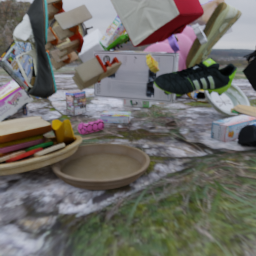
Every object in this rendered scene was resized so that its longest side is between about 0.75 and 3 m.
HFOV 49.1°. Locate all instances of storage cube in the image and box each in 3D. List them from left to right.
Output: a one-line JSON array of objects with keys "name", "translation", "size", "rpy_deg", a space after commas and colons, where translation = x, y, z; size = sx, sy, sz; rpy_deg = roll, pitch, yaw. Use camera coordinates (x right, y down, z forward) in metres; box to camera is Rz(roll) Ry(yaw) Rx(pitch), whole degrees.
[{"name": "storage cube", "translation": [0.661, -2.805, 6.361], "size": [1.333, 1.560, 1.402], "rpy_deg": [-24, 4, 40]}]

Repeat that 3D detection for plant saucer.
[{"name": "plant saucer", "translation": [-0.645, 0.888, 6.752], "size": [2.335, 0.344, 2.335], "rpy_deg": [-1, 16, 0]}, {"name": "plant saucer", "translation": [4.232, -1.260, 12.430], "size": [2.382, 0.598, 2.382], "rpy_deg": [14, 50, -18]}]

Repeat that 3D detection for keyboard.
[{"name": "keyboard", "translation": [3.423, -1.635, 6.860], "size": [0.378, 0.992, 1.907], "rpy_deg": [-25, -10, -6]}]

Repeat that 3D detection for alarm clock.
[{"name": "alarm clock", "translation": [-3.102, -4.560, 13.448], "size": [2.673, 1.803, 0.890], "rpy_deg": [22, 14, 0]}]

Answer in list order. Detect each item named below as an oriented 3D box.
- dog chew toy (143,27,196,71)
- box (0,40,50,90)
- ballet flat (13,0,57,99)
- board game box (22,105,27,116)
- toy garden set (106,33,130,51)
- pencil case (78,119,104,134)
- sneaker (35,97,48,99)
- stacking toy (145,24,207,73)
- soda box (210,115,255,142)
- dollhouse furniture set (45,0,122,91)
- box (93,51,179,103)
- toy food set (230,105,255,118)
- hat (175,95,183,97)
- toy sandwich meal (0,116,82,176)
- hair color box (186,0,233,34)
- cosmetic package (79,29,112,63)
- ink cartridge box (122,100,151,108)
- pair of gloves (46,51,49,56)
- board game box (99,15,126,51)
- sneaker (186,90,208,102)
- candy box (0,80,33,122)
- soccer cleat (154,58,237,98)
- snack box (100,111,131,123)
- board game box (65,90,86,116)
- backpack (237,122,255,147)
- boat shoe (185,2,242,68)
[{"name": "dog chew toy", "translation": [1.645, -2.665, 10.318], "size": [2.780, 1.731, 1.731], "rpy_deg": [-47, 36, -17]}, {"name": "box", "translation": [-3.432, -2.336, 9.395], "size": [0.354, 1.215, 1.774], "rpy_deg": [-5, 49, 29]}, {"name": "ballet flat", "translation": [-1.930, -1.630, 5.733], "size": [0.713, 2.084, 0.709], "rpy_deg": [-9, 11, -26]}, {"name": "board game box", "translation": [-4.718, -1.016, 12.772], "size": [0.177, 0.694, 1.024], "rpy_deg": [-6, 18, -18]}, {"name": "toy garden set", "translation": [0.155, -3.220, 9.787], "size": [1.374, 0.329, 1.648], "rpy_deg": [-28, 12, 39]}, {"name": "pencil case", "translation": [-1.283, -0.059, 9.864], "size": [0.432, 0.446, 0.952], "rpy_deg": [23, 27, 38]}, {"name": "sneaker", "translation": [-5.069, -1.882, 16.467], "size": [0.751, 0.331, 0.283], "rpy_deg": [-5, 18, -11]}, {"name": "stacking toy", "translation": [1.220, -2.713, 8.104], "size": [1.649, 0.514, 2.186], "rpy_deg": [-27, 43, 24]}, {"name": "soda box", "translation": [3.612, -0.009, 9.466], "size": [1.801, 0.572, 0.616], "rpy_deg": [-10, 19, -34]}, {"name": "dollhouse furniture set", "translation": [-1.397, -2.366, 7.722], "size": [1.254, 2.408, 2.434], "rpy_deg": [-33, 0, -21]}, {"name": "box", "translation": [0.251, -1.704, 9.155], "size": [2.668, 1.556, 0.802], "rpy_deg": [5, 17, 15]}, {"name": "toy food set", "translation": [4.990, -0.522, 11.110], "size": [1.758, 0.428, 1.741], "rpy_deg": [14, 17, 10]}, {"name": "hat", "translation": [2.654, -2.352, 16.898], "size": [2.522, 1.017, 2.522], "rpy_deg": [8, 14, -2]}, {"name": "toy sandwich meal", "translation": [-2.483, 0.290, 6.929], "size": [2.837, 0.972, 2.837], "rpy_deg": [-10, 10, 2]}, {"name": "hair color box", "translation": [2.803, -4.265, 11.844], "size": [2.727, 1.491, 0.884], "rpy_deg": [-21, 17, 6]}, {"name": "cosmetic package", "translation": [-1.362, -3.248, 12.161], "size": [1.025, 1.300, 2.417], "rpy_deg": [-29, 32, 13]}, {"name": "ink cartridge box", "translation": [0.440, -1.601, 14.201], "size": [1.418, 1.036, 0.598], "rpy_deg": [4, 17, 18]}, {"name": "pair of gloves", "translation": [-2.836, -2.498, 9.643], "size": [0.097, 0.700, 0.785], "rpy_deg": [-7, -11, -4]}, {"name": "board game box", "translation": [-0.323, -4.117, 11.299], "size": [0.332, 1.939, 1.303], "rpy_deg": [37, 10, 5]}, {"name": "sneaker", "translation": [3.894, -1.930, 15.748], "size": [0.989, 0.822, 2.194], "rpy_deg": [-7, 16, -34]}, {"name": "candy box", "translation": [-5.126, -1.155, 11.740], "size": [1.760, 0.787, 2.581], "rpy_deg": [-39, 29, -14]}, {"name": "soccer cleat", "translation": [1.917, -1.461, 7.897], "size": [2.578, 1.045, 0.870], "rpy_deg": [-5, 43, -26]}, {"name": "snack box", "translation": [-0.502, -0.441, 11.446], "size": [1.170, 0.310, 0.832], "rpy_deg": [1, 16, 5]}, {"name": "board game box", "translation": [-2.335, -1.126, 12.559], "size": [0.493, 1.018, 0.812], "rpy_deg": [10, 18, 32]}, {"name": "backpack", "translation": [4.131, 0.170, 8.358], "size": [1.318, 1.014, 1.076], "rpy_deg": [11, -8, -4]}, {"name": "boat shoe", "translation": [2.634, -2.788, 8.971], "size": [0.729, 2.317, 0.845], "rpy_deg": [19, 38, -12]}]
